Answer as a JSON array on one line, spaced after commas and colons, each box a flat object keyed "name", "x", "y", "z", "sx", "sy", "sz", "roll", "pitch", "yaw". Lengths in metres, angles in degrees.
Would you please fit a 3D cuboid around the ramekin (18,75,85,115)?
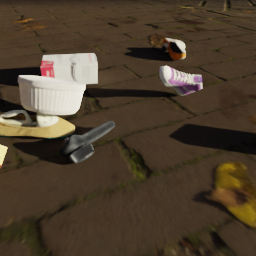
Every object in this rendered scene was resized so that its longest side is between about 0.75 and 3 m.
[{"name": "ramekin", "x": -1.890, "y": -0.817, "z": 6.931, "sx": 1.618, "sy": 0.753, "sz": 1.618, "roll": 8, "pitch": 12, "yaw": -2}]

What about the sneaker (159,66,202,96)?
[{"name": "sneaker", "x": 1.592, "y": -1.439, "z": 7.999, "sx": 0.885, "sy": 0.563, "sz": 1.553, "roll": -9, "pitch": -18, "yaw": 39}]

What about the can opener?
[{"name": "can opener", "x": -0.900, "y": 0.258, "z": 6.465, "sx": 0.505, "sy": 0.626, "sz": 1.594, "roll": -26, "pitch": 8, "yaw": 43}]

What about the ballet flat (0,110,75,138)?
[{"name": "ballet flat", "x": -2.322, "y": -0.114, "z": 6.788, "sx": 2.018, "sy": 0.636, "sz": 0.693, "roll": -1, "pitch": 33, "yaw": -2}]

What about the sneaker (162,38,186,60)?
[{"name": "sneaker", "x": 2.164, "y": -3.434, "z": 11.992, "sx": 0.869, "sy": 0.715, "sz": 1.889, "roll": -4, "pitch": 34, "yaw": -14}]

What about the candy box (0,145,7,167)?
[{"name": "candy box", "x": -3.789, "y": 0.298, "z": 5.483, "sx": 2.309, "sy": 1.333, "sz": 0.638, "roll": 11, "pitch": 79, "yaw": 18}]

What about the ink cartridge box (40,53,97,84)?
[{"name": "ink cartridge box", "x": -1.982, "y": -2.009, "z": 9.607, "sx": 1.813, "sy": 0.756, "sz": 1.317, "roll": -5, "pitch": 30, "yaw": -9}]
